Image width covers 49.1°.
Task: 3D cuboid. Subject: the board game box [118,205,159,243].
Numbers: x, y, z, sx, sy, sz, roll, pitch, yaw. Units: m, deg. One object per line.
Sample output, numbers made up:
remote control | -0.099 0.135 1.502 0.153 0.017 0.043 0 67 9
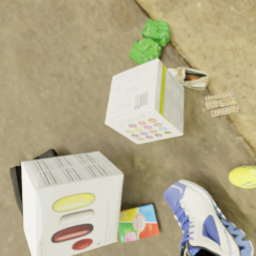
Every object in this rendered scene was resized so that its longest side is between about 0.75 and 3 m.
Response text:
board game box | 0.288 3.124 9.149 1.260 0.254 0.964 -12 71 -4

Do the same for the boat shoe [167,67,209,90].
boat shoe | 2.000 -1.982 10.681 2.142 0.732 0.800 4 71 2

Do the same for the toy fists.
toy fists | 0.947 -3.422 11.191 1.112 0.750 2.182 26 71 8

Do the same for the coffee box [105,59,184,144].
coffee box | 0.575 -0.697 8.557 1.710 1.694 1.713 -14 57 35

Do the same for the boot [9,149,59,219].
boot | -2.835 1.918 9.254 1.676 0.843 2.241 -22 72 -8

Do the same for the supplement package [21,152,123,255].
supplement package | -1.595 2.086 7.801 2.308 1.697 2.207 -5 109 -29

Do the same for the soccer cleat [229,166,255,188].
soccer cleat | 4.625 1.611 9.272 2.426 1.015 0.784 4 71 1

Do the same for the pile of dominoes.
pile of dominoes | 3.517 -0.920 10.461 1.191 0.190 0.929 -12 57 -3

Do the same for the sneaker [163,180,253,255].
sneaker | 1.879 2.797 7.798 1.653 1.156 2.862 -16 46 -38
